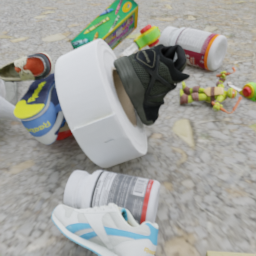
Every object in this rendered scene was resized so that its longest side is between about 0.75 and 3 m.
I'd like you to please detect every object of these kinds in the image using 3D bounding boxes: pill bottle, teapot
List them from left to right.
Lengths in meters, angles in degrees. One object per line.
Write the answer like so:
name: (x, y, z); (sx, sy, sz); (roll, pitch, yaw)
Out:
teapot: (-4.692, -0.985, 8.059); (2.932, 2.169, 2.971); (-27, 71, 17)
pill bottle: (-0.301, 1.414, 5.621); (1.758, 1.018, 1.018); (9, 36, 13)
pill bottle: (2.764, -3.517, 12.170); (2.662, 1.459, 1.459); (26, 43, 33)

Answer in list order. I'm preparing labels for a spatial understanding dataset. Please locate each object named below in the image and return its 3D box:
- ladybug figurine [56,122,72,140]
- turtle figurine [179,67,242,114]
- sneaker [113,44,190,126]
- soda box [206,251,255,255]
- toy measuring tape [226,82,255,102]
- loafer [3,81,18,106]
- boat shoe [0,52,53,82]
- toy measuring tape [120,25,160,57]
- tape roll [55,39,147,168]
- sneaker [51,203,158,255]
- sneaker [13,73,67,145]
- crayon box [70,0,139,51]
ladybug figurine: (-1.945, -0.387, 8.297); (1.579, 0.837, 2.326); (4, 35, 8)
turtle figurine: (2.804, -1.222, 9.510); (1.966, 0.785, 2.437); (3, 48, 21)
sneaker: (0.708, -0.917, 6.364); (1.490, 2.601, 0.994); (-23, 62, 3)
soda box: (2.210, 2.476, 4.490); (1.892, 0.606, 0.641); (2, 35, 4)
toy measuring tape: (4.206, -1.484, 10.112); (0.584, 0.584, 1.588); (-15, 38, -20)
loafer: (-4.183, -1.273, 9.733); (0.634, 0.633, 1.813); (-10, 37, -14)
boat shoe: (-2.167, -1.223, 5.812); (1.498, 0.533, 0.469); (0, 17, 36)
toy measuring tape: (0.414, -2.288, 7.385); (0.603, 0.603, 1.639); (21, 51, 27)
tape roll: (-0.514, -0.545, 6.608); (1.007, 2.880, 2.880); (-20, 33, 12)
sneaker: (-0.423, 1.664, 4.738); (2.033, 0.778, 0.821); (14, 73, 31)
sneaker: (-1.772, -0.587, 6.504); (0.912, 1.014, 2.467); (-13, 33, 17)
crayon box: (-0.755, -3.292, 9.793); (2.509, 1.490, 0.731); (-44, 85, -5)
